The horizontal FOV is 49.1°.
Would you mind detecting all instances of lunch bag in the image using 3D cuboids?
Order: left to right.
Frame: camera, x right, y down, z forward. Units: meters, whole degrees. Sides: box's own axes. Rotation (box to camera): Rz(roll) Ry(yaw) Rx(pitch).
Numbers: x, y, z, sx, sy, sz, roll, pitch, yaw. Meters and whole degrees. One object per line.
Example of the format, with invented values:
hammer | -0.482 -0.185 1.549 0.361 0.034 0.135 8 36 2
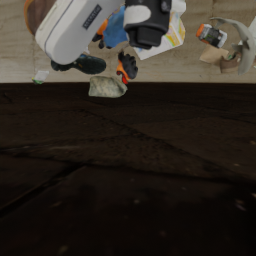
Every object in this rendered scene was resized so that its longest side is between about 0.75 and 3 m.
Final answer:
lunch bag | -1.331 -2.873 19.394 2.475 1.455 2.030 5 14 0

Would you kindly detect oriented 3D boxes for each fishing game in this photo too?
fishing game | -0.221 -3.682 10.050 1.889 0.410 2.638 -39 -16 -1

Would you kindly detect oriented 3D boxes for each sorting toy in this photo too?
sorting toy | 3.174 -2.465 9.827 1.132 0.837 0.167 27 -23 15

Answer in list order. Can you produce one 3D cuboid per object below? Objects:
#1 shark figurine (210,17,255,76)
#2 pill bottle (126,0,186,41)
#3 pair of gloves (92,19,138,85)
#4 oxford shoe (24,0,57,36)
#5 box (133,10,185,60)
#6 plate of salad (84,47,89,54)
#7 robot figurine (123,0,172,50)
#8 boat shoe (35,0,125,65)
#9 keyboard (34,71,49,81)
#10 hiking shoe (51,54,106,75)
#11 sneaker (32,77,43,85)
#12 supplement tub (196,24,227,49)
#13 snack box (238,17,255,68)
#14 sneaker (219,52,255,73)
shark figurine | 2.554 -2.020 6.298 0.886 1.483 0.619 -29 3 30
pill bottle | 0.905 -3.559 9.344 1.150 1.150 2.013 -9 -17 -36
pair of gloves | -0.497 -3.212 11.317 0.349 2.825 2.517 -28 22 24
oxford shoe | -1.953 -2.909 7.077 0.936 0.958 2.627 -17 -7 -34
box | 0.858 -2.638 8.032 1.366 0.692 0.768 -13 41 33
plate of salad | -2.344 -3.667 10.918 0.526 2.189 2.189 -40 8 8
robot figurine | 0.307 -1.801 4.260 0.863 1.149 0.717 5 1 21
boat shoe | -0.719 -2.450 5.210 0.885 2.693 0.969 43 11 24
keyboard | -2.571 -1.533 8.272 0.306 0.058 1.089 -5 -2 -25
hiking shoe | -1.371 -1.945 7.840 1.587 0.591 0.688 2 53 -26
sneaker | -2.990 -1.692 9.583 0.341 0.312 0.801 -31 17 8
supplement tub | 2.605 -2.899 8.805 0.857 0.525 0.525 26 12 -2
snack box | 4.431 -2.345 8.651 0.397 1.243 2.140 -8 50 -32
sneaker | 3.477 -2.084 8.480 1.450 0.548 0.511 -16 13 -7
